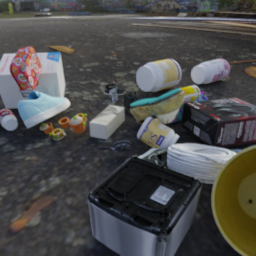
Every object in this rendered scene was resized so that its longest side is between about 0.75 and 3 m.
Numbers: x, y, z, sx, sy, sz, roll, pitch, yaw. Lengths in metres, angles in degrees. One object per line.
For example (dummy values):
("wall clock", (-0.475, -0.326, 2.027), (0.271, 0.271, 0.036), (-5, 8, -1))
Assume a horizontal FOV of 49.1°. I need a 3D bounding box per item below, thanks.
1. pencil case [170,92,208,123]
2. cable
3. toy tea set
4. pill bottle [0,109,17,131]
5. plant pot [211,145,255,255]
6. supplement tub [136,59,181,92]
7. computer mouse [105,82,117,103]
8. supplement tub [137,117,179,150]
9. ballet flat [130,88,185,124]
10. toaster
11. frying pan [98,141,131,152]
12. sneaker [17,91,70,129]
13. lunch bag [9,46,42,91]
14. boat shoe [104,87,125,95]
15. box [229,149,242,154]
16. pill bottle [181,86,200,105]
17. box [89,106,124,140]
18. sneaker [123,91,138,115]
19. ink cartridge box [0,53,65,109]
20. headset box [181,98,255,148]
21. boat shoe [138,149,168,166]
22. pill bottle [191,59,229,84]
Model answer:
("pencil case", (2.134, -0.762, 10.370), (1.824, 0.843, 0.776), (-17, 20, -32))
("cable", (1.872, 0.825, 6.965), (1.803, 0.624, 1.803), (9, 9, 32))
("toy tea set", (-2.117, -0.137, 9.153), (1.600, 0.592, 0.952), (-17, 38, -4))
("pill bottle", (-4.194, -0.271, 9.764), (0.520, 0.520, 0.911), (-17, 32, -30))
("plant pot", (2.652, 1.372, 5.325), (2.040, 2.040, 1.448), (10, -5, 18))
("supplement tub", (1.409, -2.392, 12.890), (1.830, 1.331, 1.331), (-20, 33, -38))
("computer mouse", (-0.655, -1.421, 11.343), (0.192, 0.873, 0.479), (17, 41, 37))
("supplement tub", (0.875, 0.239, 8.244), (1.054, 0.767, 0.767), (32, 35, 10))
("ballet flat", (0.970, -0.552, 8.823), (1.029, 1.029, 2.910), (-13, 3, -24))
("toaster", (0.304, 1.588, 5.464), (1.734, 1.138, 1.918), (16, 31, 28))
("frying pan", (-0.344, 0.534, 7.923), (0.901, 0.545, 0.147), (3, 53, -21))
("sneaker", (-2.851, -0.872, 9.670), (0.947, 1.050, 2.562), (-23, 11, 16))
("lunch bag", (-3.419, -1.965, 9.600), (0.567, 1.220, 1.385), (-6, 47, 11))
("boat shoe", (-0.593, -1.658, 12.457), (0.950, 0.321, 0.341), (1, 37, -10))
("box", (2.972, 0.790, 8.126), (0.783, 0.136, 0.431), (-2, 27, -4))
("pill bottle", (1.970, -1.122, 9.742), (1.004, 0.548, 0.548), (-15, 31, -25))
("box", (-0.691, -0.223, 9.646), (0.648, 0.539, 1.577), (9, 28, 18))
("sneaker", (0.221, -0.958, 10.862), (0.515, 0.772, 1.347), (-16, 33, -24))
("ink cartridge box", (-3.871, -1.923, 11.388), (2.292, 1.658, 1.687), (-2, 43, -5))
("headset box", (3.249, -0.235, 9.047), (2.440, 0.942, 1.815), (-8, 26, -20))
("boat shoe", (0.589, 0.935, 7.211), (0.521, 0.579, 1.637), (-5, 19, 34))
("pill bottle", (4.139, -2.822, 14.155), (1.872, 1.061, 1.061), (-19, 33, -32))
